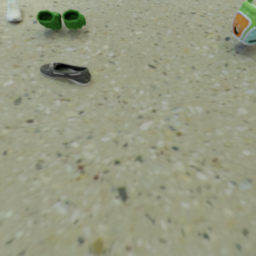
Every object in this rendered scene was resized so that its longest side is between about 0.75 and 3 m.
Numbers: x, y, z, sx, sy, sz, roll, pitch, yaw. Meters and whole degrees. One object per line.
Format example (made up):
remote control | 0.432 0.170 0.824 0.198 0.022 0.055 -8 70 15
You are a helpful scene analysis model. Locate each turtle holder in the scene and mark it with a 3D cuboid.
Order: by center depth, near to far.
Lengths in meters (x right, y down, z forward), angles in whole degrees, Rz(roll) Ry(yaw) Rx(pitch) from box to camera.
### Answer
turtle holder | 5.568 -4.542 12.236 1.759 1.644 2.315 45 37 20

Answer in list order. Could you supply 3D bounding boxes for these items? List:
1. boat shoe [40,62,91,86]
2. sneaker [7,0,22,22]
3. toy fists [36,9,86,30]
boat shoe | -2.505 -2.317 11.113 2.322 0.662 0.776 17 48 15
sneaker | -6.115 -6.321 14.854 0.748 0.853 2.128 -9 48 -15
toy fists | -3.190 -5.205 13.507 2.302 1.173 0.792 -1 87 3
